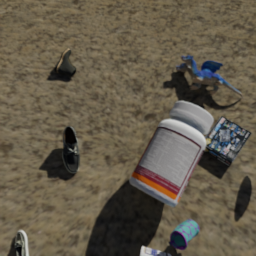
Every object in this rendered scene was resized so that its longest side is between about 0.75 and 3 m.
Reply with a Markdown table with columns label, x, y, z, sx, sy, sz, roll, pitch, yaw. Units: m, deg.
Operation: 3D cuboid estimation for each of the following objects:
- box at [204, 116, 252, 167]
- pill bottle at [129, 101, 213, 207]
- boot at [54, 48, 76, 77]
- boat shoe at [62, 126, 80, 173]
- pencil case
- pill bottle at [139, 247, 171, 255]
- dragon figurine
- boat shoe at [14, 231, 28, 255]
| label | x | y | z | sx | sy | sz | roll | pitch | yaw |
| --- | --- | --- | --- | --- | --- | --- | --- | --- | --- |
| box | 3.520 | 0.450 | 10.129 | 1.257 | 0.364 | 1.581 | 33 | 63 | 20 |
| pill bottle | 1.391 | 0.768 | 8.688 | 1.619 | 1.619 | 2.955 | 26 | 80 | 16 |
| boot | -2.547 | -2.831 | 12.291 | 0.890 | 0.499 | 1.287 | 19 | 72 | 7 |
| boat shoe | -1.989 | 0.741 | 9.668 | 0.585 | 0.551 | 1.629 | -5 | 75 | -14 |
| pencil case | 1.562 | 2.925 | 7.695 | 0.506 | 1.190 | 0.550 | -18 | 81 | 30 |
| pill bottle | 0.852 | 3.768 | 7.781 | 1.129 | 0.627 | 0.627 | 13 | 57 | 8 |
| dragon figurine | 3.381 | -2.191 | 11.576 | 2.940 | 0.865 | 1.461 | 13 | 58 | 10 |
| boat shoe | -3.133 | 3.414 | 8.157 | 0.319 | 0.287 | 0.901 | -33 | 56 | 7 |
